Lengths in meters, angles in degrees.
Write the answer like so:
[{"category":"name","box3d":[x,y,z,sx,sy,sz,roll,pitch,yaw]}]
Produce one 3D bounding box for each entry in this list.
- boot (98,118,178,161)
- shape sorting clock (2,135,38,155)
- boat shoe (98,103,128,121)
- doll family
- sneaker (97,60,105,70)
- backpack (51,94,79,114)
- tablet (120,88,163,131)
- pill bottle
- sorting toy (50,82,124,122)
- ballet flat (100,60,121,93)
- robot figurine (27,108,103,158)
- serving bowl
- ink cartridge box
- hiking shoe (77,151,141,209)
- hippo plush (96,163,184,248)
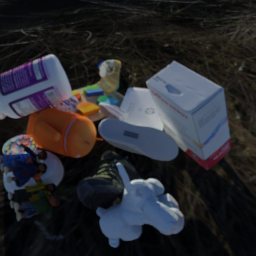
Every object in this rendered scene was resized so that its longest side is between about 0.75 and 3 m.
[{"category":"boot","box3d":[0.295,0.372,8.669,2.450,1.171,0.901,22,80,2]},{"category":"shape sorting clock","box3d":[-3.488,0.592,9.076,1.108,0.217,1.108,0,35,0]},{"category":"boat shoe","box3d":[-0.522,-0.579,10.066,0.437,0.481,1.308,-35,52,-26]},{"category":"doll family","box3d":[-2.454,1.316,7.188,1.257,0.854,2.175,-12,74,-35]},{"category":"sneaker","box3d":[-1.070,-3.194,13.913,1.001,0.384,0.557,-24,51,-18]},{"category":"backpack","box3d":[-2.311,-0.919,9.852,1.084,0.835,1.033,39,10,35]},{"category":"tablet","box3d":[0.524,-0.592,10.327,1.758,0.184,2.701,9,46,11]},{"category":"pill bottle","box3d":[-3.210,-1.157,8.721,2.581,1.449,1.449,-21,39,-1]},{"category":"sorting toy","box3d":[-1.544,-1.056,11.051,2.539,0.463,2.350,-26,44,-29]},{"category":"ballet flat","box3d":[-0.783,-2.446,11.966,0.905,0.831,2.636,-38,28,20]},{"category":"robot figurine","box3d":[-2.009,0.163,8.703,2.319,1.668,1.352,14,57,17]},{"category":"serving bowl","box3d":[-2.736,1.186,8.044,1.685,0.554,1.685,1,37,0]},{"category":"ink cartridge box","box3d":[1.817,-0.315,8.109,1.104,2.667,1.944,-37,47,-8]},{"category":"hiking shoe","box3d":[-0.513,1.152,6.645,2.321,0.879,1.169,14,44,-61]},{"category":"hippo plush","box3d":[0.171,1.980,6.061,1.516,1.886,1.502,-47,52,10]}]
